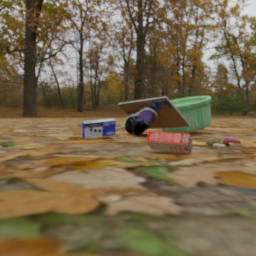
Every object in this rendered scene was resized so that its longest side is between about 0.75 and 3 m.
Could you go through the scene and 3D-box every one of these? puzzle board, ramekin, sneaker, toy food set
[{"bbox_3d":[1.140,-0.643,12.646,2.749,0.239,2.071,-4,-37,43],"label":"puzzle board"},{"bbox_3d":[2.855,-0.665,14.314,2.857,1.395,2.857,-11,10,2],"label":"ramekin"},{"bbox_3d":[0.331,-0.079,12.745,0.906,1.047,2.392,35,-30,-10],"label":"sneaker"},{"bbox_3d":[3.105,0.456,8.950,1.034,0.256,1.627,0,3,-3],"label":"toy food set"}]

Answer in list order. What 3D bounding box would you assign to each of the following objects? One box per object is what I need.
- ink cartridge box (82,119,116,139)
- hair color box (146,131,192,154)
[{"bbox_3d":[-1.174,0.026,11.381,1.383,0.650,0.306,-8,21,-32],"label":"ink cartridge box"},{"bbox_3d":[1.088,0.378,7.342,1.099,0.336,0.558,4,-26,23],"label":"hair color box"}]
